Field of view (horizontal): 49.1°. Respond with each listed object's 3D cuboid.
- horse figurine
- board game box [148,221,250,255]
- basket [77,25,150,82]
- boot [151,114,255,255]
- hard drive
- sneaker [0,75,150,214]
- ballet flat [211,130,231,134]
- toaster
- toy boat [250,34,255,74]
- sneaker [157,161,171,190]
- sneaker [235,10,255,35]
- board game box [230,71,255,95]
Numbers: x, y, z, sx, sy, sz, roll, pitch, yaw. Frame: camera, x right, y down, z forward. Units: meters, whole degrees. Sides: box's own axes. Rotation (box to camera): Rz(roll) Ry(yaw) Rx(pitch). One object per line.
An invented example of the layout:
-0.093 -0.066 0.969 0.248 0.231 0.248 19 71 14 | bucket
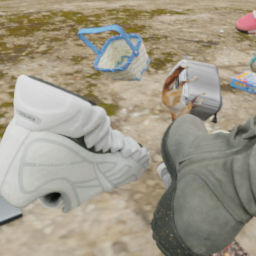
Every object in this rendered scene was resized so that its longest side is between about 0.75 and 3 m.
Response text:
1.076 -0.585 5.727 1.029 1.552 0.387 -42 41 -6 | horse figurine
0.978 1.626 3.091 0.684 1.126 1.413 -34 24 -3 | board game box
-0.364 -2.064 7.586 1.547 1.755 1.220 14 76 40 | basket
0.921 0.162 2.495 0.683 1.317 2.017 36 30 -9 | boot
-3.265 2.072 6.801 1.198 0.197 0.836 -18 37 -25 | hard drive
-0.487 0.393 3.169 0.978 2.602 1.054 21 82 24 | sneaker
2.360 0.522 8.605 2.526 0.864 0.859 -14 33 -20 | ballet flat
1.658 -0.922 7.174 1.126 0.991 1.743 11 64 -18 | toaster
4.292 -2.446 8.733 1.292 1.537 0.714 -43 63 7 | toy boat
1.371 0.897 4.549 0.786 2.096 1.210 2 66 -32 | sneaker
4.454 -3.708 8.735 2.200 0.954 0.811 -13 53 22 | sneaker
5.843 -2.138 13.183 1.444 0.403 1.413 -26 41 -35 | board game box
